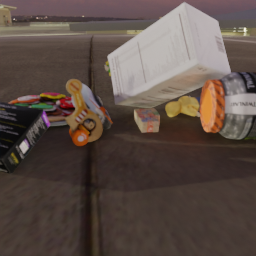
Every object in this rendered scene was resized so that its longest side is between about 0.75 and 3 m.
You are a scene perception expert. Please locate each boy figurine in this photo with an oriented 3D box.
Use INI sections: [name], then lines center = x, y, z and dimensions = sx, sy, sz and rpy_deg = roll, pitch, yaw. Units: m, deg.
[boy figurine]
center = 1.915, -0.645, 8.690
dimensions = 1.520, 0.490, 0.945
rpy_deg = -11, 44, -11

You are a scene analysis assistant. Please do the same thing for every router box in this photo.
[router box]
center = -3.034, 0.089, 6.210
dimensions = 2.035, 0.520, 1.518
rpy_deg = 11, 46, 18

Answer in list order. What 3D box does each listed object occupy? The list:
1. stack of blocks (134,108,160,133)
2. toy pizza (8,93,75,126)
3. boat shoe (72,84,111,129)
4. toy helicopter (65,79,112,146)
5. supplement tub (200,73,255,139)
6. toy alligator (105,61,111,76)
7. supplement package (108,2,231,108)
[stack of blocks]
center = 0.582, -0.230, 7.981
dimensions = 0.622, 0.316, 1.080
rpy_deg = -4, 23, -9
[toy pizza]
center = -2.494, -0.711, 8.786
dimensions = 2.746, 0.435, 2.746
rpy_deg = 3, 21, -1
[boat shoe]
center = -1.018, -0.609, 7.963
dimensions = 0.628, 0.679, 1.838
rpy_deg = 32, 9, -46
[toy helicopter]
center = -1.028, -0.425, 6.747
dimensions = 1.058, 1.600, 0.631
rpy_deg = -20, 21, -13
[supplement tub]
center = 3.298, -0.542, 6.967
dimensions = 2.716, 1.664, 1.664
rpy_deg = -1, 22, -2
[toy alligator]
center = -0.591, -2.480, 11.448
dimensions = 0.533, 0.583, 1.965
rpy_deg = -16, 9, 4
[supplement package]
center = 1.040, -1.826, 8.043
dimensions = 1.630, 1.693, 2.976
rpy_deg = 2, -16, -44
